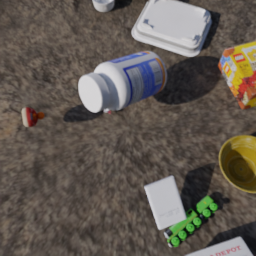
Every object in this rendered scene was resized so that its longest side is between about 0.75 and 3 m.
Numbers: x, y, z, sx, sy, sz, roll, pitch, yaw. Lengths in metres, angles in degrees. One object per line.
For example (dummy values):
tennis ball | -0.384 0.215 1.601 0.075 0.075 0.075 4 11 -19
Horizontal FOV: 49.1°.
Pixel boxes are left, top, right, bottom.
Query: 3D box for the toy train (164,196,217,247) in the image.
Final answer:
toy train | 1.774 2.632 7.954 1.840 0.384 0.519 -35 60 -15

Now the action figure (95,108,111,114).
action figure | -0.797 -0.923 9.520 0.764 0.687 1.026 -22 83 -45

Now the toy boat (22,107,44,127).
toy boat | -2.831 -0.335 8.450 0.590 0.902 0.589 -8 93 -12

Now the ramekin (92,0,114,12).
ramekin | -1.009 -5.232 11.545 0.942 0.495 0.942 0 64 0

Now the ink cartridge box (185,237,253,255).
ink cartridge box | 2.389 4.062 6.313 1.867 1.083 2.530 -15 39 -8

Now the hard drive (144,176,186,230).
hard drive | 1.030 2.052 7.676 0.834 0.160 1.265 -20 98 -8

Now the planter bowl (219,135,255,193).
planter bowl | 3.511 1.160 8.428 1.752 0.730 1.752 0 65 -1

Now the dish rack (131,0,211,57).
dish rack | 1.764 -4.164 11.003 2.805 0.611 2.407 22 66 9

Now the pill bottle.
pill bottle | -0.151 -1.335 8.268 2.514 1.409 1.409 -26 66 -36

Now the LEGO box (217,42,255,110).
LEGO box | 4.847 -2.001 9.734 2.652 1.023 1.975 -16 66 -7
